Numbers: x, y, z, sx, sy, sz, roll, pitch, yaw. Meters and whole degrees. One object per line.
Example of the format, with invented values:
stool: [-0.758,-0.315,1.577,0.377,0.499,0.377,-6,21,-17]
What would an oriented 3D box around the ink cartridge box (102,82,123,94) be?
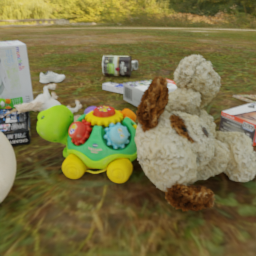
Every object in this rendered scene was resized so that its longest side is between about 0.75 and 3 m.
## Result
ink cartridge box: [-0.491,-1.748,12.183,1.216,0.269,0.572,17,27,35]

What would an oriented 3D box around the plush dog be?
plush dog: [0.983,0.239,5.649,2.335,2.911,2.500,-26,0,30]

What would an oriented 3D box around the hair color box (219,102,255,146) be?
hair color box: [3.922,-0.232,8.310,2.170,0.694,1.203,-16,29,-29]

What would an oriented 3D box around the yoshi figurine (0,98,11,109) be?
yoshi figurine: [-4.364,-0.738,8.998,1.041,0.583,0.585,1,42,-36]

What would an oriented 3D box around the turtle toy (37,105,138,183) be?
turtle toy: [-0.841,0.169,6.555,2.685,1.357,1.957,4,25,9]

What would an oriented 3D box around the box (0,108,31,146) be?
box: [-3.875,-0.022,8.084,1.982,0.496,1.997,-8,26,-17]

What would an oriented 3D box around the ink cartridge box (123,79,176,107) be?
ink cartridge box: [1.437,-1.372,10.646,2.910,0.733,1.585,-11,24,-26]

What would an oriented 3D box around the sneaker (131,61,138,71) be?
sneaker: [-0.089,-3.459,15.788,0.797,0.625,1.604,6,15,29]

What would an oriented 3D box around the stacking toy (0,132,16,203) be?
stacking toy: [-3.458,0.679,5.638,1.876,1.876,2.567,-16,11,-31]

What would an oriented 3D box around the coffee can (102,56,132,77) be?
coffee can: [-0.562,-3.210,14.537,1.423,1.041,1.041,2,24,6]

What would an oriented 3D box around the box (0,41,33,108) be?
box: [-4.462,-1.666,9.531,2.038,2.310,1.117,-14,28,-30]

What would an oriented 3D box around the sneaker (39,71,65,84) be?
sneaker: [-3.648,-2.460,13.493,1.227,0.534,0.457,-12,26,-28]

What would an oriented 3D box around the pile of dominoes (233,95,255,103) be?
pile of dominoes: [5.027,-1.079,10.370,1.368,0.280,1.756,-7,24,-30]

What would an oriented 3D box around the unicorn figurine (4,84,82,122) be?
unicorn figurine: [-2.386,-0.660,8.572,2.131,0.787,1.464,22,38,1]
